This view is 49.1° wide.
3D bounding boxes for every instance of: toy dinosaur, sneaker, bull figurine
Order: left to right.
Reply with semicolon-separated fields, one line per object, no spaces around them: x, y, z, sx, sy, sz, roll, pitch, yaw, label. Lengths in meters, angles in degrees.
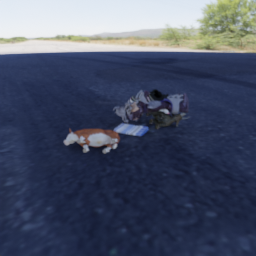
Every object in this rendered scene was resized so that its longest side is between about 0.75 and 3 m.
-1.225;0.395;9.454;1.928;0.628;1.171;-4;22;-7;bull figurine
1.111;-1.401;13.645;0.885;1.049;2.399;-8;21;-44;sneaker
1.386;-0.402;11.769;1.068;0.803;2.087;-2;11;-42;toy dinosaur

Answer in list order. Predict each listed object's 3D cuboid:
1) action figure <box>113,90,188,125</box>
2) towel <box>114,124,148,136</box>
0.846;-0.851;11.322;2.966;1.029;1.930;-7;-9;-8;action figure
0.118;0.067;11.067;1.190;0.142;0.874;9;22;23;towel
